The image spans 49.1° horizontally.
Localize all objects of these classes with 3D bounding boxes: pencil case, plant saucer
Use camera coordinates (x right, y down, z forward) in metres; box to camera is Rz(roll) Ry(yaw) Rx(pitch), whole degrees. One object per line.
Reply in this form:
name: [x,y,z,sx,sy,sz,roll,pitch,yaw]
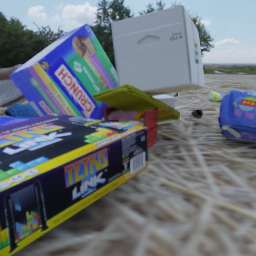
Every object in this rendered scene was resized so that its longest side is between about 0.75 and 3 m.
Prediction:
pencil case: [3.295,-0.116,6.004,1.260,1.132,2.901,-41,33,-24]
plant saucer: [-3.696,-1.653,8.580,2.022,0.348,2.022,-8,15,2]

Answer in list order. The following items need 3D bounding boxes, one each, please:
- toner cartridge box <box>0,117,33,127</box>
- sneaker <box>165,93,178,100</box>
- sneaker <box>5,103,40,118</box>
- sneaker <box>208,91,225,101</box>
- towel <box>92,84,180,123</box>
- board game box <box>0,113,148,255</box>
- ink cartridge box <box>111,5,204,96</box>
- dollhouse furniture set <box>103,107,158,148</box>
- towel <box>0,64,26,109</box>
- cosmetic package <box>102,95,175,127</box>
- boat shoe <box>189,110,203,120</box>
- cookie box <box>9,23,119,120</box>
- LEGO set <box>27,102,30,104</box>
toner cartridge box: [-2.989,0.270,5.781,1.197,0.544,2.520,3,14,8]
sneaker: [1.613,-1.608,13.355,1.908,0.756,0.705,-7,13,-31]
sneaker: [-3.294,-0.449,8.775,0.705,0.593,1.799,-20,19,-40]
sneaker: [4.422,-1.517,13.847,0.626,0.452,1.192,12,19,-6]
towel: [0.291,-0.471,6.693,1.008,0.212,2.343,-14,-20,34]
board game box: [-1.228,0.440,3.709,2.029,0.696,2.454,11,20,35]
ink cartridge box: [0.845,-1.694,6.903,1.667,1.659,2.294,-6,3,22]
dollhouse furniture set: [-0.248,0.079,5.901,1.142,0.863,2.122,6,15,25]
towel: [-4.408,-1.556,10.705,1.512,1.252,0.647,-27,-4,5]
cosmetic package: [0.259,-0.561,8.577,2.097,0.851,1.184,-9,18,-27]
boat shoe: [2.136,-0.440,8.559,0.293,0.309,0.884,-34,-17,30]
cookie box: [-1.248,-1.067,6.618,0.853,1.943,2.271,-12,33,35]
LEGO set: [-3.380,-0.641,9.773,1.203,0.494,0.459,2,14,11]
